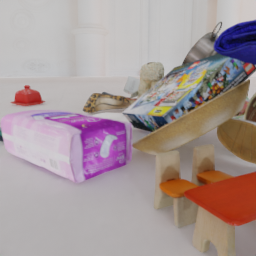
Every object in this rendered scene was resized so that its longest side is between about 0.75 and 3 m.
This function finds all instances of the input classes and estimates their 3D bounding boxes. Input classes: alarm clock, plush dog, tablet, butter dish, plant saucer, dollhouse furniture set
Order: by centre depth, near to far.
[{"bbox_3d":[1.570,0.591,2.889,2.068,1.077,2.091,-7,14,-28],"label":"dollhouse furniture set"},{"bbox_3d":[1.233,-0.095,5.369,2.505,0.444,2.505,-29,-4,-2],"label":"plant saucer"},{"bbox_3d":[2.205,-2.070,7.824,1.381,2.047,0.682,-38,68,-24],"label":"alarm clock"},{"bbox_3d":[-0.188,-0.295,8.983,2.120,0.145,1.380,7,14,27],"label":"tablet"},{"bbox_3d":[1.292,-0.946,9.169,1.846,1.725,2.150,22,-5,30],"label":"plush dog"},{"bbox_3d":[-4.488,-1.470,12.518,1.175,0.871,1.179,10,15,33],"label":"butter dish"}]

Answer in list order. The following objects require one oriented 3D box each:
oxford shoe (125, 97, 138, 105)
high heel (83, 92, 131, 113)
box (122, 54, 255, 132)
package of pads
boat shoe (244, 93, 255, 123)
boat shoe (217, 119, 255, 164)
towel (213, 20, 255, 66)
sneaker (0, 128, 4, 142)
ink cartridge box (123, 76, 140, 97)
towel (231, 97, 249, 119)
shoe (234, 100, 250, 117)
[{"bbox_3d":[0.221,-1.029,11.592,1.024,0.378,0.363,14,13,29],"label":"oxford shoe"},{"bbox_3d":[-0.749,-0.841,10.366,1.290,0.646,1.810,21,33,19],"label":"high heel"},{"bbox_3d":[1.127,-0.754,6.431,2.039,0.563,2.986,-40,13,-9],"label":"box"},{"bbox_3d":[-1.180,0.193,5.153,2.282,0.863,1.375,12,17,41],"label":"package of pads"},{"bbox_3d":[3.450,-0.633,6.593,0.829,2.246,0.831,20,41,5],"label":"boat shoe"},{"bbox_3d":[2.556,0.291,4.924,0.682,0.697,1.968,-19,33,-41],"label":"boat shoe"},{"bbox_3d":[2.562,-1.140,4.089,2.190,0.543,1.617,5,8,-36],"label":"towel"},{"bbox_3d":[-2.989,0.187,6.643,0.400,0.340,0.914,-38,20,3],"label":"sneaker"},{"bbox_3d":[0.647,-1.533,11.321,1.478,0.612,1.077,19,3,4],"label":"ink cartridge box"},{"bbox_3d":[3.051,-1.203,9.568,2.895,2.160,0.444,-14,-23,-44],"label":"towel"},{"bbox_3d":[3.442,-0.555,8.443,1.377,0.492,0.626,23,55,-4],"label":"shoe"}]
